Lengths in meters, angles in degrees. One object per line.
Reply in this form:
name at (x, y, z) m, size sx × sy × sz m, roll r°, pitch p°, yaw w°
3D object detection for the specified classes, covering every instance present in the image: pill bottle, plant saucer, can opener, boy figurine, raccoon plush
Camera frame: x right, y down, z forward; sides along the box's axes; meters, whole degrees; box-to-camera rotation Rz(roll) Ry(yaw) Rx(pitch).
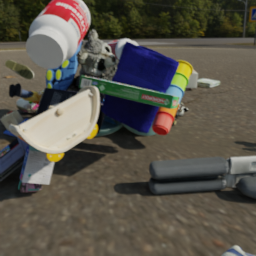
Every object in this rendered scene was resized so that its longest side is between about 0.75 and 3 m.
pill bottle at (-1.604, -2.233, 6.497) m, size 1.083 × 1.083 × 1.929 m, roll 3°, pitch 44°, yaw 8°
plant saucer at (-1.299, -0.230, 10.123) m, size 2.470 × 0.339 × 2.470 m, roll 1°, pitch 24°, yaw -1°
can opener at (1.939, 1.064, 6.087) m, size 2.970 × 0.782 × 0.987 m, roll -1°, pitch 21°, yaw -1°
boy figurine at (-3.088, -1.081, 9.071) m, size 0.892 × 0.462 × 1.435 m, roll -4°, pitch -4°, yaw 28°
pill bottle at (-0.237, -2.791, 10.267) m, size 0.853 × 0.853 × 1.520 m, roll -11°, pitch 16°, yaw -28°
raccoon plush at (-1.464, -1.770, 8.764) m, size 2.909 × 1.949 × 1.407 m, roll -13°, pitch 56°, yaw 29°

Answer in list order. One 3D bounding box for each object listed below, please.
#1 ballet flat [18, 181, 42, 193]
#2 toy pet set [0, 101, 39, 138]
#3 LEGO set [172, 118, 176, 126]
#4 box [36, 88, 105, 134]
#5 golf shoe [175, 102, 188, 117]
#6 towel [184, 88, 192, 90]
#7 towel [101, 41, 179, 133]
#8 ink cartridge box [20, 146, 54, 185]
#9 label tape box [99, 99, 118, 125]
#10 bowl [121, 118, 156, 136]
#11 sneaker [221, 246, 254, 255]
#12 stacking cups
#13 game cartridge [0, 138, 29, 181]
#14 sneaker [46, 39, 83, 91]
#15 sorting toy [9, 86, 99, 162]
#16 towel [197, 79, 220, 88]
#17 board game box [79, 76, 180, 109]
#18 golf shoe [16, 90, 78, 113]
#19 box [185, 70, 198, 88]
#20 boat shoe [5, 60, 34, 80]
ballet flat at (-2.214, 0.932, 6.740) m, size 0.619 × 0.602 × 1.741 m, roll 14°, pitch 25°, yaw -20°
toy pet set at (-3.633, -0.311, 9.730) m, size 1.511 × 0.802 × 1.411 m, roll -25°, pitch 17°, yaw 13°
LEGO set at (1.117, -0.396, 10.597) m, size 1.438 × 0.407 × 0.934 m, roll -2°, pitch 20°, yaw -6°
box at (-1.769, -0.544, 8.700) m, size 1.765 × 0.921 × 1.306 m, roll 14°, pitch -6°, yaw 40°
golf shoe at (1.888, -0.648, 11.022) m, size 1.111 × 0.432 × 0.525 m, roll -30°, pitch 52°, yaw -27°
towel at (3.410, -2.462, 16.604) m, size 0.904 × 0.143 × 1.255 m, roll 15°, pitch 25°, yaw 36°
towel at (0.287, -1.106, 7.790) m, size 1.605 × 2.173 × 0.538 m, roll 27°, pitch 16°, yaw 15°
ink cartridge box at (-1.867, 0.718, 5.868) m, size 0.582 × 0.853 × 0.325 m, roll 13°, pitch 5°, yaw -32°
label tape box at (-1.070, -0.845, 9.787) m, size 1.218 × 1.700 × 0.562 m, roll 17°, pitch 69°, yaw 30°
bowl at (0.602, -0.782, 9.381) m, size 1.884 × 0.986 × 1.884 m, roll 8°, pitch 59°, yaw -13°
sneaker at (2.054, 2.041, 3.581) m, size 1.827 × 0.688 × 0.805 m, roll 14°, pitch 25°, yaw 33°
stacking cups at (1.312, -0.930, 8.755) m, size 0.768 × 0.768 × 2.537 m, roll 11°, pitch 62°, yaw 27°
game cartridge at (-2.857, 0.756, 6.628) m, size 1.450 × 0.278 × 0.940 m, roll -41°, pitch 38°, yaw -10°
sneaker at (-2.119, -2.253, 9.999) m, size 0.973 × 2.744 × 1.137 m, roll 9°, pitch -24°, yaw 6°
sorting toy at (-1.653, -0.118, 5.898) m, size 1.807 × 0.965 × 1.627 m, roll -35°, pitch 30°, yaw -33°
towel at (4.795, -2.714, 17.067) m, size 1.122 × 0.316 × 1.310 m, roll 20°, pitch 28°, yaw 37°
board game box at (0.102, -0.848, 6.740) m, size 2.141 × 0.312 × 1.441 m, roll 15°, pitch 8°, yaw 14°
golf shoe at (-3.333, -1.347, 11.952) m, size 2.785 × 1.282 × 1.011 m, roll -10°, pitch 23°, yaw -21°
box at (3.523, -2.923, 16.403) m, size 0.728 × 0.889 × 1.873 m, roll 1°, pitch 22°, yaw 3°
boat shoe at (-3.145, -1.706, 8.254) m, size 0.917 × 0.343 × 0.314 m, roll 31°, pitch 1°, yaw 4°
